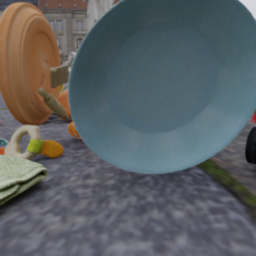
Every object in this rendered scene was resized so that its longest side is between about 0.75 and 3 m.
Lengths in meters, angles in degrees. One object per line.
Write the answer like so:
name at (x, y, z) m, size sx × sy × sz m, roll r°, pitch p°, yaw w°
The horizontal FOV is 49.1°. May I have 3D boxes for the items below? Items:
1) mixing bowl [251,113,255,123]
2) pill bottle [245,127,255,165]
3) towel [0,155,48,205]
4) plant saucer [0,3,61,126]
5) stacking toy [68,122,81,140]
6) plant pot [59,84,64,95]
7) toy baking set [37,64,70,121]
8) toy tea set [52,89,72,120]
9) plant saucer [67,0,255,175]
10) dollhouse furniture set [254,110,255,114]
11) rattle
mixing bowl at (5.141, -0.723, 9.008) m, size 2.146 × 1.162 × 2.146 m, roll -1°, pitch 11°, yaw 0°
pill bottle at (2.698, 0.399, 4.364) m, size 1.511 × 0.845 × 0.845 m, roll 11°, pitch 16°, yaw 42°
towel at (-2.590, 0.704, 3.879) m, size 2.490 × 0.454 × 1.848 m, roll 5°, pitch 12°, yaw 22°
plant saucer at (-1.956, -1.302, 5.998) m, size 0.408 × 2.528 × 2.528 m, roll 1°, pitch 12°, yaw 7°
stacking toy at (-0.372, -0.101, 6.528) m, size 2.405 × 1.396 × 1.320 m, roll -10°, pitch 11°, yaw 24°
plant pot at (-2.959, -1.493, 9.654) m, size 1.262 × 1.262 × 0.896 m, roll -6°, pitch -1°, yaw -28°
toy baking set at (-1.003, -0.742, 6.142) m, size 1.535 × 2.000 × 0.233 m, roll -31°, pitch 60°, yaw -6°
toy tea set at (-2.384, -0.632, 9.926) m, size 1.604 × 0.998 × 2.697 m, roll -29°, pitch 15°, yaw 4°
plant saucer at (0.570, -0.590, 4.161) m, size 2.882 × 2.882 × 0.555 m, roll -2°, pitch 32°, yaw -11°
dollhouse furniture set at (3.368, -0.940, 7.419) m, size 0.684 × 1.546 × 0.801 m, roll 55°, pitch 11°, yaw 30°
rattle at (-2.012, 0.398, 5.550) m, size 1.140 × 0.743 × 0.815 m, roll -23°, pitch -10°, yaw 25°
